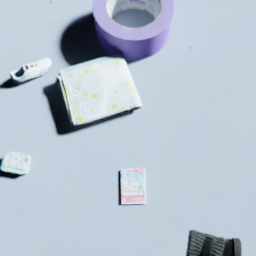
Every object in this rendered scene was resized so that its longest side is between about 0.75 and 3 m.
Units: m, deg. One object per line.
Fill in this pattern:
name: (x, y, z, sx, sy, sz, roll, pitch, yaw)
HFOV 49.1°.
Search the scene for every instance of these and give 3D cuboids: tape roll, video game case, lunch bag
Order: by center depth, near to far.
video game case: (0.155, 1.807, 8.665, 0.759, 0.093, 1.061, -1, 70, 0)
lunch bag: (-3.498, 1.129, 8.779, 0.843, 0.325, 0.676, 9, 71, 3)
tape roll: (0.189, -3.985, 10.112, 2.843, 1.208, 2.843, 0, 71, -1)

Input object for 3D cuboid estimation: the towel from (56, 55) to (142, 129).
towel: (-1.023, -1.261, 9.502, 2.477, 0.596, 2.120, -18, 75, -6)

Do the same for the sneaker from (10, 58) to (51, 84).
sneaker: (-3.379, -2.029, 9.781, 1.505, 0.545, 0.541, -31, 72, -12)

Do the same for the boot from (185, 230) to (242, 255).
boot: (1.859, 3.152, 6.269, 1.187, 0.598, 1.588, 4, 78, 8)
